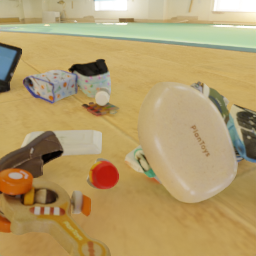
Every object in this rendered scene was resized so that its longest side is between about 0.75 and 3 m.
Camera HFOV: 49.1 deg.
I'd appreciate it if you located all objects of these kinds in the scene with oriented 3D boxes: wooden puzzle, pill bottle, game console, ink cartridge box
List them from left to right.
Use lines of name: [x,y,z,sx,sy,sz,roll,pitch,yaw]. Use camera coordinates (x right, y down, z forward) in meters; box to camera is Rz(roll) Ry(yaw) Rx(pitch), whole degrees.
game console: [-6.323,-2.620,12.155,2.959,1.722,2.602,23,33,40]
wooden puzzle: [-0.942,-0.690,9.898,0.900,0.107,1.518,-17,28,-31]
pill bottle: [-0.907,-1.122,9.975,0.486,0.486,0.853,0,22,0]
ink cartridge box: [0.597,0.806,6.558,1.065,0.267,0.863,38,49,24]

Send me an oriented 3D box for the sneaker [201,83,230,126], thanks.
sneaker: [2.489,-0.333,8.232,1.166,0.871,2.597,27,42,-3]

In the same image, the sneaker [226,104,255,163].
sneaker: [2.716,0.328,6.321,1.114,1.279,2.843,21,16,13]

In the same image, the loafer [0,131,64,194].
loafer: [-2.092,0.767,5.884,0.670,0.689,1.888,37,54,13]

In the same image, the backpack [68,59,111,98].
backpack: [-1.405,-2.050,11.536,1.612,1.223,1.932,-22,32,-15]

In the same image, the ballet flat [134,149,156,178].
ballet flat: [0.334,0.695,6.086,0.301,0.314,0.893,-38,45,3]

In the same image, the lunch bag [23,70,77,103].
lunch bag: [-3.082,-1.733,11.108,1.659,1.027,1.410,22,32,23]

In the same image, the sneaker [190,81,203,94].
sneaker: [1.775,-0.698,8.021,0.607,1.563,1.093,37,63,12]

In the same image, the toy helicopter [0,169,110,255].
toy helicopter: [-0.982,1.364,4.181,2.144,0.846,1.418,28,19,38]

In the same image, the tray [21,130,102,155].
tray: [-1.770,0.345,7.468,2.115,0.235,1.136,-2,29,-4]

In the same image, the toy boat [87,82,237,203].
toy boat: [0.552,0.444,5.516,2.905,2.442,1.350,-21,-3,-13]
